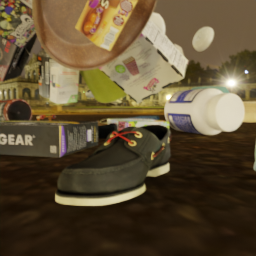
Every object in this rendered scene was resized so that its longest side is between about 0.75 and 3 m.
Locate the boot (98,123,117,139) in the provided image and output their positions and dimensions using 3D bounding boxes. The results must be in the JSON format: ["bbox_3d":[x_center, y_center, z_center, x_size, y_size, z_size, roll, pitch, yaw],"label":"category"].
[{"bbox_3d":[-0.975,0.106,7.934,1.004,0.453,1.225,1,-4,-26],"label":"boot"}]

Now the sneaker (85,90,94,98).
[{"bbox_3d":[-1.342,-2.455,14.405,2.175,1.238,0.821,-27,-18,14],"label":"sneaker"}]

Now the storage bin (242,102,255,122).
[{"bbox_3d":[8.908,-1.118,19.303,2.929,1.382,2.950,4,6,36],"label":"storage bin"}]

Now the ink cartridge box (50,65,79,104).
[{"bbox_3d":[-2.128,-1.579,9.368,0.482,1.432,0.839,23,24,39],"label":"ink cartridge box"}]

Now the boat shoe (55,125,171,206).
[{"bbox_3d":[-0.058,0.324,3.187,0.803,0.688,2.195,3,6,25],"label":"boat shoe"}]

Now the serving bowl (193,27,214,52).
[{"bbox_3d":[2.603,-3.188,9.959,0.295,0.898,0.898,17,-5,-28],"label":"serving bowl"}]

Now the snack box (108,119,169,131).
[{"bbox_3d":[0.227,-0.003,8.717,1.481,0.552,2.083,-1,4,-12],"label":"snack box"}]

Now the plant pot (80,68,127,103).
[{"bbox_3d":[-0.931,-2.857,9.851,2.730,2.730,2.917,4,-36,44],"label":"plant pot"}]

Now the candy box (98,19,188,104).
[{"bbox_3d":[0.037,-2.206,8.031,2.883,0.879,1.966,41,-41,-23],"label":"candy box"}]

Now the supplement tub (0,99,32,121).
[{"bbox_3d":[-5.940,-0.740,13.834,2.524,1.350,1.350,4,5,43],"label":"supplement tub"}]

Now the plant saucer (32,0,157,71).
[{"bbox_3d":[-0.579,-2.530,5.376,0.544,2.975,2.975,42,26,26],"label":"plant saucer"}]

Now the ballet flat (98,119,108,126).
[{"bbox_3d":[-0.933,-0.213,12.980,1.145,0.414,0.388,2,4,21],"label":"ballet flat"}]

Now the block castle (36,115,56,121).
[{"bbox_3d":[-3.667,-0.288,12.705,0.434,0.618,0.924,-5,1,26],"label":"block castle"}]

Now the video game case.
[{"bbox_3d":[-2.436,-2.399,6.077,1.140,0.204,1.033,-39,-37,20],"label":"video game case"}]

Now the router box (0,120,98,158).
[{"bbox_3d":[-1.993,0.162,5.946,2.258,0.590,1.775,1,4,17],"label":"router box"}]

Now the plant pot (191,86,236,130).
[{"bbox_3d":[3.447,-0.840,11.993,2.247,1.804,2.247,1,4,0],"label":"plant pot"}]

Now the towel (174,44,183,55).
[{"bbox_3d":[1.994,-2.903,11.015,0.501,0.756,0.130,9,-26,-44],"label":"towel"}]

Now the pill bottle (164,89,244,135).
[{"bbox_3d":[2.568,-0.560,9.695,1.570,1.570,2.622,-2,6,-24],"label":"pill bottle"}]

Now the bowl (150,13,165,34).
[{"bbox_3d":[0.541,-3.987,10.843,1.883,0.704,1.886,14,3,3],"label":"bowl"}]

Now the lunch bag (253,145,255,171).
[{"bbox_3d":[2.018,0.343,3.006,0.875,0.656,1.032,0,12,-2],"label":"lunch bag"}]

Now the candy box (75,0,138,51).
[{"bbox_3d":[-0.305,-2.032,4.650,0.358,1.267,0.739,4,35,-51],"label":"candy box"}]

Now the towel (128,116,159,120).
[{"bbox_3d":[0.668,-0.200,11.920,1.242,0.540,2.225,1,5,13],"label":"towel"}]

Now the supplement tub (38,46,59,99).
[{"bbox_3d":[-2.590,-2.033,9.917,1.131,1.845,1.131,4,18,-1],"label":"supplement tub"}]

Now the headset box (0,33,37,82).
[{"bbox_3d":[-4.223,-2.908,9.015,2.580,1.918,0.968,39,31,0],"label":"headset box"}]
